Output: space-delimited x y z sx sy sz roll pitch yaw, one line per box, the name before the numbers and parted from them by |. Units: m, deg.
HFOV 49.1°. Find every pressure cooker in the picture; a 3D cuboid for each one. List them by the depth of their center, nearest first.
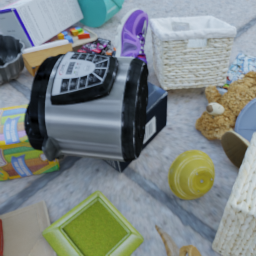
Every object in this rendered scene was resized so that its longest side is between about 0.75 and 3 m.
pressure cooker | -0.807 -0.380 5.345 2.270 2.027 1.996 6 10 10

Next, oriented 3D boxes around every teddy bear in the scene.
teddy bear | 3.080 -0.769 7.866 2.705 0.903 1.961 -23 51 1

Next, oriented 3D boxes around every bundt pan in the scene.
bundt pan | -4.693 -2.279 9.733 2.385 0.895 2.385 0 46 0

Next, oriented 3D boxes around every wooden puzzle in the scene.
wooden puzzle | -2.320 2.368 5.858 1.481 0.276 1.370 -20 50 -12
wooden puzzle | -2.181 -3.576 11.050 1.565 0.362 1.450 -28 42 -16

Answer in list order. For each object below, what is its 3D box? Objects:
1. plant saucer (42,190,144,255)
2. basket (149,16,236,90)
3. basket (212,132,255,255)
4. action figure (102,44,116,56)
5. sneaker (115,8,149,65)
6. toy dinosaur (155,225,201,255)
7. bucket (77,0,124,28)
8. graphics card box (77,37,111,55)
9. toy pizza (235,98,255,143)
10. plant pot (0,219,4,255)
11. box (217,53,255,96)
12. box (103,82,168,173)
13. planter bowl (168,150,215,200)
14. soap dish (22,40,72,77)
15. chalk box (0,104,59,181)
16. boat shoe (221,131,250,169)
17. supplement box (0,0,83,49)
plant saucer | -0.676 2.157 5.708 1.554 0.373 1.556 -33 64 -33
basket | 1.902 -2.496 9.021 2.211 1.794 2.231 -4 32 -3
basket | 2.823 1.576 5.362 1.704 2.099 2.118 20 50 23
action figure | -0.605 -2.668 10.360 0.905 0.473 0.875 -33 65 -22
sneaker | 0.250 -2.376 8.907 1.181 1.142 2.832 10 86 45
toy dinosaur | 0.864 2.353 4.655 0.710 1.248 2.351 17 37 -29
bucket | -1.415 -5.541 12.025 2.223 2.223 1.447 18 53 16
graphics card box | -1.292 -3.032 10.819 0.815 0.331 1.300 19 49 18
toy pizza | 3.713 0.036 7.080 1.950 1.950 0.309 10 16 9
plant pot | -3.638 1.895 4.774 2.449 2.519 2.519 -12 48 -15
box | 4.083 -1.502 9.269 1.688 0.492 2.466 23 51 23
box | -0.586 -0.491 7.503 2.668 1.428 1.980 33 64 26
planter bowl | 1.514 1.109 6.167 1.187 1.187 0.495 -15 11 -13
soap dish | -2.693 -2.326 9.568 1.636 1.287 0.664 -19 87 -17
chalk box | -2.928 0.383 6.958 2.139 1.331 1.324 -11 48 -9
boat shoe | 3.060 0.786 6.952 0.585 0.647 1.815 -23 69 -46
supplement box | -3.451 -4.435 11.061 1.508 1.540 2.980 11 46 37
